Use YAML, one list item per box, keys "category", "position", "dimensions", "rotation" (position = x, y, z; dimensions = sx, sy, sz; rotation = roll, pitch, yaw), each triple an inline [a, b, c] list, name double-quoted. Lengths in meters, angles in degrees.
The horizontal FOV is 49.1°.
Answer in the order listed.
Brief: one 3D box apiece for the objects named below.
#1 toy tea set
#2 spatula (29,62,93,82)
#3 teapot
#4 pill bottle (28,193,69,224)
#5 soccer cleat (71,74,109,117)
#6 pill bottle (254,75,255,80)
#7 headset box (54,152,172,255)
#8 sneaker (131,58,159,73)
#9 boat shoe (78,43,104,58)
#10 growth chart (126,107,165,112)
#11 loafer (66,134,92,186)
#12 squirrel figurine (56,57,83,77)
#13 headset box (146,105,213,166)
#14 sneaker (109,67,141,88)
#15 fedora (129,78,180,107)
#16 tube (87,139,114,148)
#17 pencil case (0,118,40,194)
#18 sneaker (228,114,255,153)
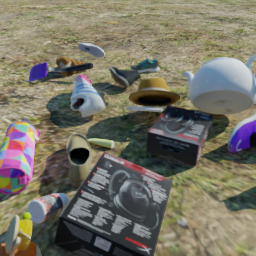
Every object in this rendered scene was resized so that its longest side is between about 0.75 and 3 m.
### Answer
- category: "toy tea set"
  position: [-1.532, 2.421, 4.080]
  dimensions: [0.792, 1.273, 2.141]
  rotation: [17, 40, -26]
- category: "spatula"
  position: [-2.858, -2.482, 11.860]
  dimensions: [2.828, 0.291, 0.799]
  rotation: [-5, 66, 3]
- category: "teapot"
  position: [3.040, -1.500, 8.895]
  dimensions: [2.204, 2.176, 1.610]
  rotation: [10, 72, -4]
- category: "pill bottle"
  position: [-1.558, 1.564, 5.570]
  dimensions: [0.446, 0.446, 0.770]
  rotation: [17, 9, 25]
- category: "soccer cleat"
  position: [-1.651, -1.175, 9.844]
  dimensions: [1.111, 0.899, 2.574]
  rotation: [-30, 35, -13]
- category: "pill bottle"
  position: [4.506, -1.748, 10.748]
  dimensions: [1.215, 0.703, 0.703]
  rotation: [23, 39, 31]
- category: "headset box"
  position: [-0.138, 1.466, 5.307]
  dimensions: [1.585, 0.822, 2.130]
  rotation: [22, 31, 6]
- category: "sneaker"
  position: [0.772, -2.891, 12.780]
  dimensions: [1.338, 0.610, 0.519]
  rotation: [-6, 33, -8]
- category: "boat shoe"
  position: [-1.652, -3.711, 13.123]
  dimensions: [1.380, 0.508, 0.451]
  rotation: [26, 39, 14]
- category: "growth chart"
  position: [0.655, -0.610, 8.973]
  dimensions: [1.219, 0.149, 1.685]
  rotation: [4, 5, 16]
- category: "loafer"
  position: [-1.217, 0.669, 7.117]
  dimensions: [0.682, 0.605, 1.793]
  rotation: [2, 35, -17]
- category: "squirrel figurine"
  position: [-2.611, -2.895, 12.665]
  dimensions: [1.077, 0.816, 1.153]
  rotation: [-18, 39, -37]
- category: "headset box"
  position: [1.439, 0.188, 7.829]
  dimensions: [1.405, 0.729, 1.888]
  rotation: [15, 34, 21]
- category: "sneaker"
  position: [-0.138, -2.176, 11.435]
  dimensions: [0.765, 0.538, 1.440]
  rotation: [-33, 52, -15]
- category: "fedora"
  position: [0.846, -1.179, 9.001]
  dimensions: [1.698, 0.692, 1.698]
  rotation: [0, -11, 0]
- category: "tube"
  position: [-0.798, 0.402, 7.986]
  dimensions: [0.800, 0.232, 0.208]
  rotation: [10, 57, 19]
- category: "pencil case"
  position: [-2.750, 0.650, 6.990]
  dimensions: [0.927, 0.927, 2.099]
  rotation: [-5, 34, -7]
- category: "sneaker"
  position: [3.660, 0.148, 7.651]
  dimensions: [1.981, 0.689, 0.985]
  rotation: [-31, 42, -18]
